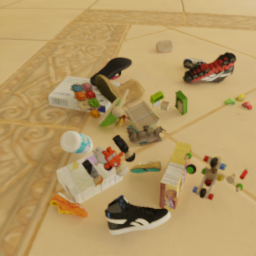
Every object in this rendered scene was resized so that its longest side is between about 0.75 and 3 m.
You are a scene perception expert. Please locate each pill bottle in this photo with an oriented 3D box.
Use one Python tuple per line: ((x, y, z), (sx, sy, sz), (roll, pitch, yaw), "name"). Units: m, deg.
((-1.654, 0.530, 9.340), (0.680, 1.228, 0.680), (-4, 77, 20), "pill bottle")

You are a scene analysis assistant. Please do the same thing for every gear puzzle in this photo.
((-1.635, -1.124, 11.267), (0.963, 0.243, 1.859), (-12, 62, -30), "gear puzzle")

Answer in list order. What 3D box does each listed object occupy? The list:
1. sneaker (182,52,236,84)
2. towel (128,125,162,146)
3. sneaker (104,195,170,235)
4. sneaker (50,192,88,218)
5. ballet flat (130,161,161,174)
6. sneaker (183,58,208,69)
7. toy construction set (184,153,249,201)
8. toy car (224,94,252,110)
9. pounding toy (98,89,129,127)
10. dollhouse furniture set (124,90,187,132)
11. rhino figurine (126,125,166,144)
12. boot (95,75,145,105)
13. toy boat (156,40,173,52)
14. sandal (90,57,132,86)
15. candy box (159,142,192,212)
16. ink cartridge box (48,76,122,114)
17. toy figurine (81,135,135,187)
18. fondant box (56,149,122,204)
((4.027, -2.655, 13.779), (2.644, 1.292, 0.934), (-21, 50, 10), "sneaker")
((0.638, 0.188, 10.677), (0.909, 0.135, 1.240), (-14, 40, -17), "towel")
((0.174, 2.091, 7.124), (1.639, 0.917, 0.599), (-17, 5, 6), "sneaker")
((-1.635, 2.259, 7.799), (1.259, 0.459, 0.485), (15, 53, 31), "sneaker")
((0.556, 1.223, 8.760), (1.079, 0.370, 0.340), (-8, 54, 29), "ballet flat")
((3.846, -3.383, 14.937), (1.783, 0.687, 0.759), (31, 43, 34), "sneaker")
((2.546, 1.228, 7.769), (1.564, 1.304, 1.202), (-3, 10, 36), "toy construction set")
((4.812, -1.187, 12.373), (1.071, 0.254, 1.138), (-1, 37, -2), "toy car")
((-0.369, -0.498, 10.757), (0.801, 1.727, 1.333), (37, 55, -11), "pounding toy")
((1.160, -0.572, 11.312), (2.519, 0.973, 1.259), (-28, 57, -10), "dollhouse furniture set")
((0.675, 0.217, 10.132), (1.442, 0.630, 0.431), (-7, 4, -9), "rhino figurine")
((-0.336, -1.782, 12.218), (1.723, 0.650, 1.967), (54, 42, -1), "boot")
((2.195, -4.967, 17.134), (1.069, 0.698, 0.699), (-9, 8, -12), "toy boat")
((-0.813, -2.602, 13.264), (0.948, 0.569, 2.525), (33, 58, 26), "sandal")
((1.427, 1.400, 8.311), (0.522, 1.079, 1.849), (14, 40, 20), "candy box")
((-1.809, -1.754, 12.872), (2.721, 0.553, 2.726), (9, 38, 12), "ink cartridge box")
((-0.511, 0.920, 7.691), (1.232, 0.871, 1.251), (-31, 11, 24), "toy figurine")
((-1.186, 1.471, 8.694), (1.680, 0.489, 1.212), (-24, 44, -30), "fondant box")
